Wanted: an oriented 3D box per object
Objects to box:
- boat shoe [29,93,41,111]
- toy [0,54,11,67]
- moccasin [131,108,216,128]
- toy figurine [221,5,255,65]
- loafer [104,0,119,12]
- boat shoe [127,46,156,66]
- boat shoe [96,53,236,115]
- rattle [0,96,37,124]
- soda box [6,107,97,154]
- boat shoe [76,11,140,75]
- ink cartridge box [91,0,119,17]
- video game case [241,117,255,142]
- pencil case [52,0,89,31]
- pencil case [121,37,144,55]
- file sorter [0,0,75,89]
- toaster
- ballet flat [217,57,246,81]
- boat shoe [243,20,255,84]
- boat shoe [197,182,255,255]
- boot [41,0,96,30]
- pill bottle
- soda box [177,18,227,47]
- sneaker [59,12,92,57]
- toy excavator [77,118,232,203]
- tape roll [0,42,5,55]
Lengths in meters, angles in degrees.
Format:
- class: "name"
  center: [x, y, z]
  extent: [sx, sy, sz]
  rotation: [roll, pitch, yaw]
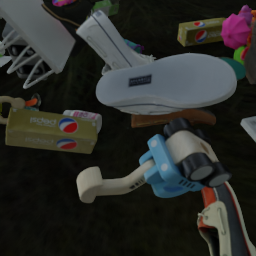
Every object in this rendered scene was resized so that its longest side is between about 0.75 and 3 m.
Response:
- class: "boat shoe"
  center: [-3.221, -0.789, 9.535]
  extent: [0.357, 0.321, 1.009]
  rotation: [-2, 43, -2]
- class: "toy"
  center: [-5.606, -2.144, 10.836]
  extent: [1.287, 0.528, 2.235]
  rotation: [11, 46, 15]
- class: "moccasin"
  center: [0.904, -0.146, 5.588]
  extent: [1.682, 0.649, 0.615]
  rotation: [3, -1, -9]
- class: "toy figurine"
  center: [3.193, -2.551, 7.398]
  extent: [1.652, 1.794, 1.347]
  rotation: [19, 3, -43]
- class: "loafer"
  center: [-0.356, -4.543, 9.298]
  extent: [0.726, 2.079, 0.727]
  rotation: [24, 75, -2]
- class: "boat shoe"
  center: [0.437, -1.515, 7.170]
  extent: [0.775, 2.371, 0.872]
  rotation: [-26, 62, 20]
- class: "boat shoe"
  center: [0.544, -0.578, 4.198]
  extent: [2.130, 0.696, 0.784]
  rotation: [5, 76, 33]
- class: "rattle"
  center: [-3.806, -0.644, 9.307]
  extent: [1.426, 1.018, 0.928]
  rotation: [-26, 90, -26]
- class: "soda box"
  center: [-1.514, 0.076, 5.625]
  extent: [1.697, 0.575, 0.543]
  rotation: [8, 52, -19]
- class: "boat shoe"
  center: [-0.197, -1.184, 5.377]
  extent: [0.665, 2.034, 0.748]
  rotation: [-38, 27, 1]
- class: "ink cartridge box"
  center: [-0.797, -4.003, 9.433]
  extent: [0.904, 0.469, 0.268]
  rotation: [-21, 72, -16]
- class: "video game case"
  center: [4.955, 0.541, 8.172]
  extent: [2.018, 0.254, 2.818]
  rotation: [-11, 44, -12]
- class: "pencil case"
  center: [-1.360, -2.903, 7.168]
  extent: [0.581, 1.315, 0.581]
  rotation: [-10, 63, 21]
- class: "pencil case"
  center: [-0.133, -3.579, 12.247]
  extent: [0.737, 0.678, 1.594]
  rotation: [-37, 55, -26]
- class: "file sorter"
  center: [-2.663, -2.304, 6.781]
  extent: [1.391, 2.234, 1.550]
  rotation: [-23, 37, 27]
- class: "toaster"
  center: [-3.083, -2.696, 8.904]
  extent: [1.081, 1.647, 1.821]
  rotation: [1, 56, -3]
- class: "ballet flat"
  center: [2.115, -1.487, 7.034]
  extent: [1.698, 0.600, 0.600]
  rotation: [1, 42, -17]
- class: "boat shoe"
  center: [3.433, -1.986, 6.466]
  extent: [0.931, 2.594, 0.982]
  rotation: [-11, 69, 4]
- class: "boat shoe"
  center: [1.953, 2.167, 5.978]
  extent: [0.871, 0.991, 2.783]
  rotation: [-6, 48, -3]
- class: "boot"
  center: [-1.287, -2.668, 6.103]
  extent: [1.036, 0.717, 0.401]
  rotation: [8, 41, -50]
- class: "pill bottle"
  center: [-1.433, -0.206, 8.687]
  extent: [1.108, 0.628, 0.628]
  rotation: [10, 44, 11]
- class: "soda box"
  center: [3.599, -4.513, 13.134]
  extent: [2.414, 0.818, 0.773]
  rotation: [-13, 45, -14]
- class: "sneaker"
  center: [-2.156, -3.732, 9.043]
  extent: [1.024, 1.454, 2.738]
  rotation: [-21, 80, -47]
- class: "toy excavator"
  center: [0.353, 0.659, 4.042]
  extent: [1.689, 1.642, 0.844]
  rotation: [-41, 48, 22]
- class: "tape roll"
  center: [-5.993, -3.452, 12.344]
  extent: [1.018, 0.356, 1.018]
  rotation: [0, 43, 0]
